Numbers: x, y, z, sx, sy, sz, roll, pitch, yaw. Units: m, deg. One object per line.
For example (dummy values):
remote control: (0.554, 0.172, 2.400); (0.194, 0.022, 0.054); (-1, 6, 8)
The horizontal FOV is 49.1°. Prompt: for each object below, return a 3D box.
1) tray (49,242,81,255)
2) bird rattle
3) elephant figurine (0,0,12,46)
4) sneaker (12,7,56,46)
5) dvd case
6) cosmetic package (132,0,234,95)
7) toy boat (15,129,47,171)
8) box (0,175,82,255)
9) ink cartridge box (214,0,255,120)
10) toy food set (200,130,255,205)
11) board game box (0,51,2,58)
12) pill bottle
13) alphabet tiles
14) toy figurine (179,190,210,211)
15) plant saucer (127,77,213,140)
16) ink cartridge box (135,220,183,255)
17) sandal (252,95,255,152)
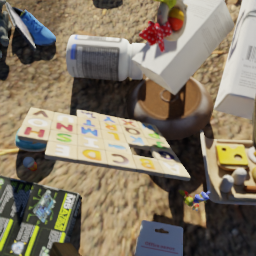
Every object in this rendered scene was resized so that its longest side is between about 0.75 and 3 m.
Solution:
tray: (-0.806, 2.635, 4.061); (0.414, 2.234, 1.102); (19, 82, -28)
bird rattle: (0.835, -2.151, 5.546); (1.070, 0.740, 1.313); (0, 93, -44)
elephant figurine: (-4.635, -3.671, 9.774); (1.188, 1.680, 1.303); (-8, 24, 21)
sneaker: (-3.384, -3.568, 9.828); (1.953, 0.766, 0.644); (35, 67, 14)
dvd case: (-2.882, -2.725, 7.528); (0.095, 0.887, 1.193); (-30, 56, 0)
cosmetic package: (1.298, -2.052, 6.766); (2.190, 0.929, 1.178); (-49, 46, 4)
toy boat: (-2.652, 0.508, 7.871); (1.153, 0.638, 1.372); (-1, 63, -1)
box: (-2.699, 2.613, 6.867); (2.483, 0.611, 2.571); (12, 64, 4)
ink cartridge box: (3.066, -1.489, 5.454); (1.969, 1.147, 2.721); (16, 81, 8)
toy food set: (3.355, 0.890, 7.266); (2.833, 0.856, 2.033); (2, 48, 2)
board game box: (-4.731, -2.320, 9.482); (0.591, 0.257, 0.801); (9, 63, 5)
pill bottle: (-0.657, -2.171, 8.822); (2.305, 1.311, 1.311); (6, 64, 3)
alphabet tiles: (-0.507, 0.142, 5.380); (2.856, 0.108, 2.388); (11, 20, -15)
toy figurine: (1.400, 1.357, 5.631); (0.463, 0.774, 0.408); (-33, 56, 14)
plant saucer: (1.222, -0.843, 8.366); (2.594, 0.474, 2.594); (-3, 54, 5)
ink cartridge box: (0.657, 3.220, 6.540); (1.071, 0.617, 1.850); (10, 64, 5)
sandal: (2.242, -0.162, 4.341); (0.632, 0.422, 1.548); (14, 62, 15)
